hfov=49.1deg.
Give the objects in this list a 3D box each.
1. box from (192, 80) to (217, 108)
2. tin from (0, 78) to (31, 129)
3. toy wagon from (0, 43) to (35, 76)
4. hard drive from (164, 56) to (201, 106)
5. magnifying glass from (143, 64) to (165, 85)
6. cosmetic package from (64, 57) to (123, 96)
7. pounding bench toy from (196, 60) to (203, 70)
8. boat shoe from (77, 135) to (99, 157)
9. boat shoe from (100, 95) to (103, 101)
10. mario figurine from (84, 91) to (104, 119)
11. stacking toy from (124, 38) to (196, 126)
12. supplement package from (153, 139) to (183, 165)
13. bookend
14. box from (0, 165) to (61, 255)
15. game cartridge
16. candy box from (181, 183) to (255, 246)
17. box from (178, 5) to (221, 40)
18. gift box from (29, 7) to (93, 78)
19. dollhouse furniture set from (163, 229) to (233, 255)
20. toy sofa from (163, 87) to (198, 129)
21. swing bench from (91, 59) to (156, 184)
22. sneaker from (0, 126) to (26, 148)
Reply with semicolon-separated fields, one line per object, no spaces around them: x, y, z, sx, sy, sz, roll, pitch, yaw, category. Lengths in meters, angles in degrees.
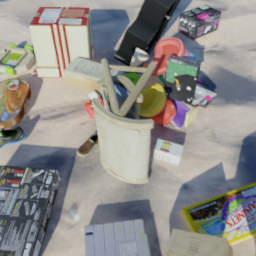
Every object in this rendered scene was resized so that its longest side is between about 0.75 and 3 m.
2.437;-1.278;10.097;1.243;0.713;0.821;8;36;-43;box
-4.425;-0.935;10.327;1.347;0.504;2.405;5;48;-2;tin
-5.305;-3.013;12.164;2.359;0.467;1.830;10;49;10;toy wagon
1.708;-1.514;9.067;1.045;1.496;0.283;21;49;21;hard drive
1.303;-1.926;10.590;1.640;0.184;0.653;28;74;-6;magnifying glass
-1.205;-1.791;9.963;1.864;0.663;0.981;18;48;9;cosmetic package
2.107;-2.531;11.180;1.480;0.919;1.154;-11;37;2;pounding bench toy
-1.258;0.515;8.861;0.388;0.388;1.050;29;35;10;boat shoe
-0.834;-1.057;10.373;0.346;0.339;0.972;5;49;-49;boat shoe
-0.764;-0.872;9.849;1.700;1.049;0.901;-3;20;19;mario figurine
0.997;-1.625;10.193;2.706;1.263;2.989;16;77;51;stacking toy
1.248;0.760;8.794;0.844;0.462;0.480;15;51;12;supplement package
0.823;-4.162;11.463;1.215;2.637;2.621;31;47;-1;bookend
-3.097;2.222;7.387;1.996;0.630;2.531;3;48;3;box
-0.190;3.424;6.487;1.605;0.475;2.477;-2;48;-7;game cartridge
2.805;2.364;7.475;2.465;0.326;1.260;-16;53;-13;candy box
3.473;-5.182;13.734;1.734;0.995;1.145;-28;52;-24;box
-2.572;-3.135;10.936;2.357;2.385;2.554;2;42;1;gift box
2.556;3.108;6.149;2.840;2.002;1.990;-4;40;38;dollhouse furniture set
1.613;-0.757;10.014;0.796;0.675;1.630;-28;54;-24;toy sofa
-0.104;-0.163;8.178;1.703;2.612;2.626;4;47;4;swing bench
-4.141;0.335;9.062;1.545;0.640;0.548;-22;50;-18;sneaker
